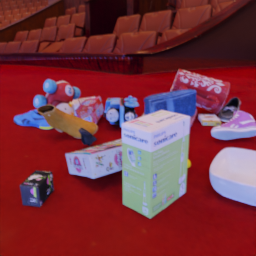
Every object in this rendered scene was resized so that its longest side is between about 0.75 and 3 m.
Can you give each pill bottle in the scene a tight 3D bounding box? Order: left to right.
[{"bbox_3d":[-2.566,-1.179,15.693,1.715,0.962,0.962,-11,22,-29],"label":"pill bottle"}]

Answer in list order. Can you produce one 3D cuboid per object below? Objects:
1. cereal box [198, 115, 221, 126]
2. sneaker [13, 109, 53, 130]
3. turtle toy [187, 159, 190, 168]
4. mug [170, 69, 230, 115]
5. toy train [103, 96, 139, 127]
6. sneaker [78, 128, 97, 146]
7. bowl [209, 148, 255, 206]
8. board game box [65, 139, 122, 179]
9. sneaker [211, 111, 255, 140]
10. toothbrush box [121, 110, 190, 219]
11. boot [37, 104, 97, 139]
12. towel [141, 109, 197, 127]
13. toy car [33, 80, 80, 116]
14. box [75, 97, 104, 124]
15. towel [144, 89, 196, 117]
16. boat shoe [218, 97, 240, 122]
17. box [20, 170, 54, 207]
[{"bbox_3d":[4.202,-0.411,14.548,0.925,0.254,1.286,1,19,2],"label":"cereal box"},{"bbox_3d":[-4.713,-0.560,13.971,2.460,0.965,0.811,8,23,25],"label":"sneaker"},{"bbox_3d":[1.258,0.915,9.781,1.323,0.918,1.816,-13,23,-32],"label":"turtle toy"},{"bbox_3d":[3.831,-2.078,15.107,2.781,1.855,2.468,20,2,4],"label":"mug"},{"bbox_3d":[-0.354,-0.822,14.162,1.707,1.295,2.988,-2,15,-1],"label":"toy train"},{"bbox_3d":[-1.683,0.404,11.210,0.444,1.169,0.531,34,81,33],"label":"sneaker"},{"bbox_3d":[3.660,1.493,8.241,2.319,0.865,2.315,12,23,29],"label":"bowl"},{"bbox_3d":[-0.598,0.943,9.283,2.374,0.763,1.752,-14,5,-34],"label":"board game box"},{"bbox_3d":[4.502,-0.154,12.192,2.073,0.751,1.182,-2,58,-8],"label":"sneaker"},{"bbox_3d":[0.766,0.903,7.607,1.028,2.387,1.738,18,27,39],"label":"toothbrush box"},{"bbox_3d":[-2.623,-0.320,11.872,2.354,1.685,0.828,4,61,26],"label":"boot"},{"bbox_3d":[2.166,-0.638,14.975,2.751,0.313,1.981,6,27,21],"label":"towel"},{"bbox_3d":[-3.114,-1.018,13.627,1.930,1.852,2.094,10,35,-55],"label":"toy car"},{"bbox_3d":[-1.929,-0.861,14.336,0.878,0.917,1.839,-8,23,13],"label":"box"},{"bbox_3d":[2.088,-1.011,13.684,2.698,1.507,0.655,-13,25,-17],"label":"towel"},{"bbox_3d":[5.631,-1.053,15.532,0.954,0.813,2.853,11,22,27],"label":"boat shoe"},{"bbox_3d":[-2.559,1.706,7.935,0.550,0.658,0.885,4,20,11],"label":"box"}]
